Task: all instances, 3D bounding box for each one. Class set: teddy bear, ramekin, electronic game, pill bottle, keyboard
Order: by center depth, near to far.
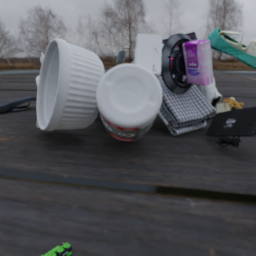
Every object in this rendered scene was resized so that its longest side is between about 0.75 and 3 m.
[{"bbox_3d":[-0.003,-0.491,7.780,1.574,1.574,2.764,0,-13,-1],"label":"pill bottle"},{"bbox_3d":[3.060,0.068,8.125,0.476,1.250,2.402,32,-7,-8],"label":"keyboard"},{"bbox_3d":[-1.821,-1.243,8.736,1.454,2.771,2.771,6,10,-30],"label":"ramekin"},{"bbox_3d":[1.791,-2.187,9.612,2.027,2.027,0.422,-13,15,-39],"label":"electronic game"},{"bbox_3d":[5.421,-1.270,14.531,1.069,0.492,1.474,10,18,25],"label":"teddy bear"}]

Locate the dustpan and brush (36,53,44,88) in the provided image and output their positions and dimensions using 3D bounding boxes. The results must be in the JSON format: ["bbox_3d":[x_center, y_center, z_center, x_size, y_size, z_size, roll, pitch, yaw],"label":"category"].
[{"bbox_3d":[-3.400,-1.957,11.407,0.613,2.141,1.494,-19,6,-6],"label":"dustpan and brush"}]

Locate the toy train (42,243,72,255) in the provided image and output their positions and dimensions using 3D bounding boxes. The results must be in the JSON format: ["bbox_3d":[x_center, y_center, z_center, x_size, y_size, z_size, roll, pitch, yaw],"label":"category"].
[{"bbox_3d":[-1.105,1.780,3.740,0.228,0.169,0.810,-1,11,40],"label":"toy train"}]

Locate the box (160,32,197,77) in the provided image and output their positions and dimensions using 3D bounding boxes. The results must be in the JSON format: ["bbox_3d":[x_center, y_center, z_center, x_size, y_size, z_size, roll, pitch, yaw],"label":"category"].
[{"bbox_3d":[1.802,-2.730,11.554,2.311,1.326,1.527,-5,-33,28],"label":"box"}]

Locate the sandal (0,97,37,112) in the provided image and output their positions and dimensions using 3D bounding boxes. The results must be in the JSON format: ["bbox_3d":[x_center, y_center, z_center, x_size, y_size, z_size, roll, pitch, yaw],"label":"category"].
[{"bbox_3d":[-5.690,-1.019,13.718,1.015,0.572,2.671,5,24,45],"label":"sandal"}]

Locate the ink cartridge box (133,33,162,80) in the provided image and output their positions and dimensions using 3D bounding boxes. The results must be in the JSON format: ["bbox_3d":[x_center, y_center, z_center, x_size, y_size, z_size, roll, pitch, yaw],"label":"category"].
[{"bbox_3d":[0.517,-1.798,8.128,0.692,1.189,1.644,3,-12,-2],"label":"ink cartridge box"}]

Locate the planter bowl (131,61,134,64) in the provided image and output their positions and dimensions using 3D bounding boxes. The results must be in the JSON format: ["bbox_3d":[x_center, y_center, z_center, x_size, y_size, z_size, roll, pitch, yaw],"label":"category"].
[{"bbox_3d":[0.914,-2.669,14.235,1.730,1.730,1.165,-2,24,-9],"label":"planter bowl"}]

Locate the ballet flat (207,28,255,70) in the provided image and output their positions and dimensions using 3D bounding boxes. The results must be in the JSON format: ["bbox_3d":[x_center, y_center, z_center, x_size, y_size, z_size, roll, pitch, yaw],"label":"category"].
[{"bbox_3d":[3.649,-2.586,9.056,2.215,0.780,0.746,26,44,5],"label":"ballet flat"}]

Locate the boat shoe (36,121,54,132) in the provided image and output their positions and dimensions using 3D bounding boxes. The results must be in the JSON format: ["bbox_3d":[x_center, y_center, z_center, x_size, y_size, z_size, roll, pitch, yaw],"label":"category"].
[{"bbox_3d":[-2.758,-0.786,10.111,0.720,1.982,0.621,-14,-32,36],"label":"boat shoe"}]

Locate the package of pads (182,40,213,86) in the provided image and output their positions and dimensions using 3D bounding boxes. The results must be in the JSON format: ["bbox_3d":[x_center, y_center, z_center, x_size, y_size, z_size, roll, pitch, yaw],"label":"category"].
[{"bbox_3d":[2.304,-2.123,9.203,0.543,1.435,0.865,-25,25,-28],"label":"package of pads"}]

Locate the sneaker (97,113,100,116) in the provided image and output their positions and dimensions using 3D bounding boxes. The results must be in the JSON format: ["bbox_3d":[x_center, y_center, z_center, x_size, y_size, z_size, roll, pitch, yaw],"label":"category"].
[{"bbox_3d":[-1.641,-1.160,12.101,2.761,1.039,1.217,20,53,24],"label":"sneaker"}]

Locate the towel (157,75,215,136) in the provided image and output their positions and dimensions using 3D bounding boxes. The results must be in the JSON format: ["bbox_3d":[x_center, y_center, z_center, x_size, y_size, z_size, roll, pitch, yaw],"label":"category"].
[{"bbox_3d":[1.831,-0.949,10.214,1.902,0.983,2.297,-12,58,-34],"label":"towel"}]

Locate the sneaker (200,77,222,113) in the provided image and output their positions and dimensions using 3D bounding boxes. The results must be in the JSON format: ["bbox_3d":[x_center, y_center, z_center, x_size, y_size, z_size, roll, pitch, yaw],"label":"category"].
[{"bbox_3d":[3.599,-1.398,11.855,0.724,1.859,0.924,13,-16,-30],"label":"sneaker"}]

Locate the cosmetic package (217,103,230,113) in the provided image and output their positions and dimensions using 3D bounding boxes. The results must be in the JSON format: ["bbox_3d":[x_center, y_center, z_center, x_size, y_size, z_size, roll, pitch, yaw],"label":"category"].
[{"bbox_3d":[3.258,-0.298,9.552,0.354,0.997,0.524,-5,-20,33],"label":"cosmetic package"}]

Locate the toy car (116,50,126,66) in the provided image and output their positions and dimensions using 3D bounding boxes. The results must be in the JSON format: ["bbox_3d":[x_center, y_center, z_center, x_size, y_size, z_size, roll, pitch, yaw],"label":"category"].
[{"bbox_3d":[-0.130,-1.674,10.541,1.982,2.412,1.903,18,-5,10],"label":"toy car"}]
